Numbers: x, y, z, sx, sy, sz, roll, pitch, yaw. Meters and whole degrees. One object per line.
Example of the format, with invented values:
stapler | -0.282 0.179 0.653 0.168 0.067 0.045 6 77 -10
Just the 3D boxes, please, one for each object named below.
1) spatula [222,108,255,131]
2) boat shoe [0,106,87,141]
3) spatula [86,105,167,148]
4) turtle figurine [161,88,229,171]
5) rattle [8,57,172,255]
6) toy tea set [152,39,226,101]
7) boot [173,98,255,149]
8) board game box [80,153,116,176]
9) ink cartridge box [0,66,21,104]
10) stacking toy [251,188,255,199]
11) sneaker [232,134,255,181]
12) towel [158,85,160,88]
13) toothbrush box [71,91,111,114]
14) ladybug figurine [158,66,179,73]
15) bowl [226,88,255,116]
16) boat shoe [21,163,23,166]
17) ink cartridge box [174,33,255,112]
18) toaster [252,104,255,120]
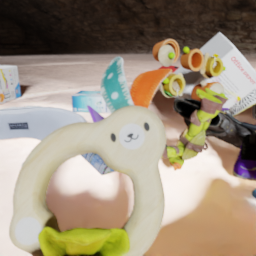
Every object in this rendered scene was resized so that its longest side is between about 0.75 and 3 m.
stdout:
spatula | 2.628 -0.209 6.714 0.544 0.198 1.927 -15 35 -41
boat shoe | -2.462 -0.208 7.567 2.865 1.054 0.936 6 22 1
spatula | 0.153 0.203 5.334 2.553 0.262 0.722 18 39 -49
turtle figurine | 1.187 0.182 5.457 2.299 1.854 0.740 -6 39 -46
rattle | -0.295 0.270 2.811 1.845 2.833 2.024 29 -4 21
toy tea set | 1.522 -1.200 6.346 2.277 1.354 0.843 7 6 -34
boot | 1.843 -0.293 6.931 2.148 0.854 2.468 21 4 -40
board game box | -0.182 0.505 5.955 1.396 0.431 1.396 -10 33 -43
ink cartridge box | -5.886 -1.852 12.067 1.451 1.477 2.006 4 19 11
stacking toy | 2.794 0.382 4.485 1.116 1.923 1.055 -16 24 -39
sneaker | 2.561 0.527 5.897 0.544 0.778 1.564 9 19 25
towel | 1.428 -2.567 16.164 1.769 0.323 1.312 14 22 39
toothbrush box | -1.278 -1.020 10.865 1.531 0.653 1.121 4 19 9
ladybug figurine | 2.478 -3.079 16.177 1.645 0.872 2.423 16 5 -30
bowl | 3.913 -1.148 9.278 1.911 0.897 1.911 -30 -7 -4
boat shoe | -1.870 0.810 5.580 0.835 0.307 0.273 -4 -22 45
ink cartridge box | 2.637 -1.515 8.690 1.532 2.081 1.505 38 26 -25
toaster | 5.043 -0.561 8.781 1.799 1.068 1.627 -2 18 -8
